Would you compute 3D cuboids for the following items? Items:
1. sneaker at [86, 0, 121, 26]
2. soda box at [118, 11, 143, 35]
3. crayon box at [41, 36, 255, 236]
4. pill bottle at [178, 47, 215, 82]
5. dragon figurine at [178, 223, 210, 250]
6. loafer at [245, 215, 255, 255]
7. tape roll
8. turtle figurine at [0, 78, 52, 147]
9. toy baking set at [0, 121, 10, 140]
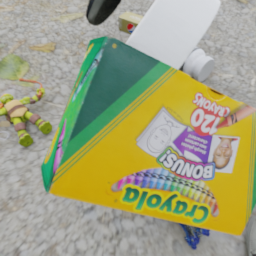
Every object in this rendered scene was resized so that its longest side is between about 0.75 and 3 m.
[{"bbox_3d":[-0.739,-4.148,7.420,1.490,2.601,0.994,33,27,13],"label":"sneaker"},{"bbox_3d":[0.530,-4.086,11.351,1.892,0.606,0.641,28,55,22],"label":"soda box"},{"bbox_3d":[0.491,0.211,3.191,2.509,1.490,0.731,20,6,-24],"label":"crayon box"},{"bbox_3d":[1.970,-2.350,9.550,1.018,1.018,1.758,-33,57,-26],"label":"pill bottle"},{"bbox_3d":[0.977,1.458,5.870,0.662,2.249,1.118,-31,18,-27],"label":"dragon figurine"},{"bbox_3d":[2.685,2.534,5.525,0.634,0.633,1.813,10,50,9],"label":"loafer"},{"bbox_3d":[0.581,-1.739,5.939,1.007,2.880,2.880,35,52,-7],"label":"tape roll"},{"bbox_3d":[-3.221,-0.350,7.958,2.437,0.785,1.966,-28,62,-34],"label":"turtle figurine"},{"bbox_3d":[-2.646,0.186,5.240,0.684,0.104,0.891,28,74,-13],"label":"toy baking set"}]
